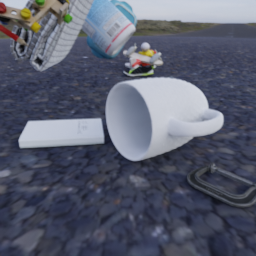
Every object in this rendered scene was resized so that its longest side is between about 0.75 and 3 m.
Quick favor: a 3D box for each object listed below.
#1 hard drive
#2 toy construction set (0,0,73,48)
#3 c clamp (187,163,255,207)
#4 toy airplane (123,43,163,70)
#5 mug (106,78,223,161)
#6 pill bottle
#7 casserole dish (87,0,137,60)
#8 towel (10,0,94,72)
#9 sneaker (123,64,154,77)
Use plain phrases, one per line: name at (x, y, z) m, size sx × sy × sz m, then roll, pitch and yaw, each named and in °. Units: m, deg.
hard drive at (-1.772, 0.115, 7.754) m, size 2.111 × 0.277 × 1.392 m, roll -3°, pitch 22°, yaw -8°
toy construction set at (-1.682, -1.999, 5.090) m, size 1.083 × 1.410 × 1.176 m, roll 34°, pitch 48°, yaw -16°
c clamp at (2.028, 1.077, 5.545) m, size 1.558 × 0.211 × 1.331 m, roll 18°, pitch 33°, yaw 35°
toy airplane at (0.854, -4.304, 16.928) m, size 2.273 × 1.604 × 2.263 m, roll 4°, pitch 29°, yaw -4°
mug at (1.013, -0.263, 6.573) m, size 2.147 × 1.808 × 2.449 m, roll -13°, pitch 19°, yaw -34°
pill bottle at (-1.166, -4.202, 10.622) m, size 2.747 × 1.494 × 1.494 m, roll 44°, pitch 24°, yaw -7°
casserole dish at (-0.622, -4.146, 11.898) m, size 1.592 × 2.628 × 0.510 m, roll 31°, pitch 4°, yaw -27°
towel at (-1.875, -2.952, 7.242) m, size 1.154 × 2.698 × 2.234 m, roll 28°, pitch 16°, yaw -9°
sneaker at (0.582, -3.191, 15.407) m, size 1.694 × 0.702 × 0.608 m, roll 1°, pitch 22°, yaw 4°
